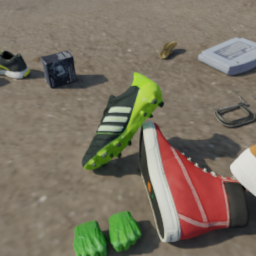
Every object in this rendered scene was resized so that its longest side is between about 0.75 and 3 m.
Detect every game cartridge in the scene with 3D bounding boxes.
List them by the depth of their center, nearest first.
[{"bbox_3d":[4.293,-2.885,11.217,2.569,0.534,1.711,-27,52,-27],"label":"game cartridge"}]

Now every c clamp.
[{"bbox_3d":[3.249,-0.508,8.725,1.477,0.200,1.262,-19,50,-23],"label":"c clamp"}]

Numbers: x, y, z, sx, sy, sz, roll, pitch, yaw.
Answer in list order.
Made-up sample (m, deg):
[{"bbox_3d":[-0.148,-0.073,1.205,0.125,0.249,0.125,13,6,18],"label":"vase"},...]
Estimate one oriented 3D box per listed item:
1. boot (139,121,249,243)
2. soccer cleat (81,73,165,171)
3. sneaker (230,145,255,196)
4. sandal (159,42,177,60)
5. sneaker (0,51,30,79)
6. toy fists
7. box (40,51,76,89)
[{"bbox_3d":[1.431,0.971,6.399,2.115,1.061,2.931,-7,50,-9],"label":"boot"},{"bbox_3d":[-0.278,-0.106,6.779,2.674,0.903,1.084,-49,62,11],"label":"soccer cleat"},{"bbox_3d":[3.403,1.323,5.399,2.700,1.143,0.983,41,28,14],"label":"sneaker"},{"bbox_3d":[1.667,-3.215,11.739,0.480,0.323,1.195,16,58,26],"label":"sandal"},{"bbox_3d":[-4.706,-2.471,10.382,2.172,0.919,0.809,8,41,9],"label":"sneaker"},{"bbox_3d":[-0.404,2.146,5.465,1.322,0.455,0.674,-12,35,-11],"label":"toy fists"},{"bbox_3d":[-2.424,-2.051,9.847,1.007,0.990,0.591,-22,47,-23],"label":"box"}]
